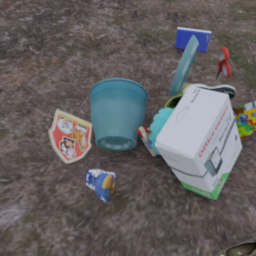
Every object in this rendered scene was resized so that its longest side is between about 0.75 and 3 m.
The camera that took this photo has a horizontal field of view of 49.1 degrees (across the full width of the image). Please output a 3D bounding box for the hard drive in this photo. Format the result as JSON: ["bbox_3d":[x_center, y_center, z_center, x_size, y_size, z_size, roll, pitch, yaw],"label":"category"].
[{"bbox_3d":[3.455,-4.732,15.080,1.736,1.145,0.220,11,50,10],"label":"hard drive"}]

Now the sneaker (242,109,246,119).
[{"bbox_3d":[4.967,-0.464,11.730,0.433,0.425,1.123,31,56,29],"label":"sneaker"}]

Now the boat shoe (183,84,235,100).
[{"bbox_3d":[2.922,-1.005,9.643,2.283,0.853,0.757,1,64,-36],"label":"boat shoe"}]

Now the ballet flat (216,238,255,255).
[{"bbox_3d":[3.254,3.600,8.087,1.750,0.406,0.590,-15,50,-13],"label":"ballet flat"}]

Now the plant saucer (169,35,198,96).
[{"bbox_3d":[2.117,-2.237,10.462,0.325,2.369,2.369,24,52,9],"label":"plant saucer"}]

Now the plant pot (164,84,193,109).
[{"bbox_3d":[2.421,-0.981,11.535,1.727,1.727,1.588,11,38,10],"label":"plant pot"}]

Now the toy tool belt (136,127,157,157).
[{"bbox_3d":[0.970,0.263,10.088,0.968,1.574,0.983,-34,50,-1],"label":"toy tool belt"}]

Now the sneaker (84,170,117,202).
[{"bbox_3d":[-0.917,1.699,8.536,0.968,2.197,0.827,15,82,3],"label":"sneaker"}]

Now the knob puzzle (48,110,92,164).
[{"bbox_3d":[-1.586,0.313,7.931,0.216,1.561,1.561,-17,33,42],"label":"knob puzzle"}]

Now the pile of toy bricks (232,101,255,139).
[{"bbox_3d":[4.057,-0.174,10.058,1.318,2.376,1.173,-14,86,-40],"label":"pile of toy bricks"}]

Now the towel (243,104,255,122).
[{"bbox_3d":[5.613,-0.357,10.717,1.918,1.409,0.228,23,44,10],"label":"towel"}]

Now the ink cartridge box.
[{"bbox_3d":[2.281,0.555,8.537,1.254,2.984,2.178,20,69,38],"label":"ink cartridge box"}]

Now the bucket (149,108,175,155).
[{"bbox_3d":[1.698,0.204,9.780,1.161,1.785,1.785,10,44,42],"label":"bucket"}]

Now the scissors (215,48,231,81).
[{"bbox_3d":[3.208,-2.149,9.719,0.184,0.965,2.639,-15,4,11],"label":"scissors"}]

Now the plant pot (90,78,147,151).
[{"bbox_3d":[-0.396,-0.353,10.540,2.251,2.251,2.115,1,64,1],"label":"plant pot"}]
